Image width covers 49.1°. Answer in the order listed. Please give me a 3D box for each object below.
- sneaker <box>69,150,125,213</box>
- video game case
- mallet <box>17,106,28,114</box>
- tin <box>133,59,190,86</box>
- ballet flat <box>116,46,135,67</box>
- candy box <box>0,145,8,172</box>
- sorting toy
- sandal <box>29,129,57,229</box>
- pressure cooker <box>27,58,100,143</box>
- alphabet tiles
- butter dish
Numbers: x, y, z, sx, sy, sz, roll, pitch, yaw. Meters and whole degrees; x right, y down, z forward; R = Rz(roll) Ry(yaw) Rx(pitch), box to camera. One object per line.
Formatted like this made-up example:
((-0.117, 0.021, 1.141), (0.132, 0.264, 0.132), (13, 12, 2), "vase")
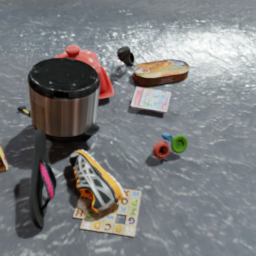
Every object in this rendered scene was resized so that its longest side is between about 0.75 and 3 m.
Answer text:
((-1.215, 1.563, 8.598), (0.990, 1.003, 2.563), (-39, 43, -18), "sneaker")
((0.979, -1.208, 12.033), (1.519, 0.133, 1.086), (10, 59, 11), "video game case")
((-4.230, -0.652, 11.889), (1.000, 0.206, 0.329), (27, 29, 17), "mallet")
((1.684, -2.818, 14.181), (2.922, 0.612, 1.636), (-10, 37, -12), "tin")
((0.060, -3.628, 14.304), (0.738, 0.863, 2.596), (-20, 4, 15), "ballet flat")
((-4.947, 1.094, 9.166), (1.664, 0.971, 0.470), (-10, 41, -13), "candy box")
((1.385, 0.569, 9.798), (1.313, 0.789, 0.539), (-18, 16, -17), "sorting toy")
((-2.356, 1.391, 7.942), (0.629, 1.048, 2.790), (0, 76, -7), "sandal")
((-2.301, -0.811, 10.001), (2.471, 2.766, 2.433), (-3, 41, -17), "pressure cooker")
((-0.618, 2.392, 8.323), (1.845, 0.070, 1.542), (6, 41, 7), "alphabet tiles")
((-2.338, -2.622, 12.603), (2.925, 2.168, 2.933), (-11, 42, -10), "butter dish")
